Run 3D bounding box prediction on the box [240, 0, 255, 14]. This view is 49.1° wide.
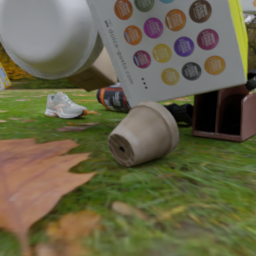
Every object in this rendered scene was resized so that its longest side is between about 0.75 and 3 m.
[{"bbox_3d":[3.380,-3.906,8.064,1.807,1.124,0.881,18,23,34],"label":"box"}]

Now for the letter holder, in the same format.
[{"bbox_3d":[3.171,-0.836,8.352,1.396,1.973,2.775,8,12,38],"label":"letter holder"}]

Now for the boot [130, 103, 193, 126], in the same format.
[{"bbox_3d":[1.238,-0.466,9.578,1.636,0.824,2.189,8,12,39],"label":"boot"}]

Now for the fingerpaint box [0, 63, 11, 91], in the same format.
[{"bbox_3d":[-2.958,-1.125,5.909,0.292,0.797,0.665,-5,28,28],"label":"fingerpaint box"}]

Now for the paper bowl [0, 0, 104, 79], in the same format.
[{"bbox_3d":[-1.961,-2.553,6.797,2.734,2.734,1.422,3,18,15],"label":"paper bowl"}]

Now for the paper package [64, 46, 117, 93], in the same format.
[{"bbox_3d":[-1.526,-2.709,9.630,1.270,2.339,2.454,-13,-18,23],"label":"paper package"}]

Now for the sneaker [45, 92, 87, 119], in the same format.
[{"bbox_3d":[-2.708,-0.981,11.909,2.314,1.064,0.876,7,12,33],"label":"sneaker"}]

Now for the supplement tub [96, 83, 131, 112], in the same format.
[{"bbox_3d":[-0.449,-1.574,14.197,1.455,1.455,2.720,-9,14,-42],"label":"supplement tub"}]

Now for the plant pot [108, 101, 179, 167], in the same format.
[{"bbox_3d":[0.206,0.209,5.345,1.175,1.175,1.020,9,31,43],"label":"plant pot"}]

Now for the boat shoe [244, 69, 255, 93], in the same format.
[{"bbox_3d":[3.494,-1.416,7.866,0.434,0.372,1.187,-23,19,37],"label":"boat shoe"}]

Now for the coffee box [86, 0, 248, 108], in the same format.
[{"bbox_3d":[1.191,-2.536,6.680,2.749,2.775,2.779,-9,28,29],"label":"coffee box"}]
